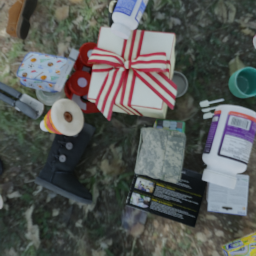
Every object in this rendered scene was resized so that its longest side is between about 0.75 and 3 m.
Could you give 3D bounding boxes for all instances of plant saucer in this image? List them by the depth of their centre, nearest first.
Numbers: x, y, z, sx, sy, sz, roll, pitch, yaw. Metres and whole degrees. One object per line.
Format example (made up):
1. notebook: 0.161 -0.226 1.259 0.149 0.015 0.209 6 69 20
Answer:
1. plant saucer: -3.196 -1.552 11.491 1.251 0.314 1.251 0 81 0

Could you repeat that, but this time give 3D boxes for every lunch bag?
1. lunch bag: 1.037 0.852 9.339 1.473 1.224 1.757 10 86 1
2. lunch bag: -3.300 -2.266 11.218 1.954 0.738 1.565 13 60 6

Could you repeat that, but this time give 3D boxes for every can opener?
1. can opener: -4.603 -1.230 11.205 2.708 0.900 0.713 29 84 9

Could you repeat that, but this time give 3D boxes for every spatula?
1. spatula: 3.510 -0.824 11.497 1.027 0.083 0.714 -13 81 -2

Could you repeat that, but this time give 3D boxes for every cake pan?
1. cake pan: 1.889 -1.774 11.574 1.112 0.204 1.112 0 82 0

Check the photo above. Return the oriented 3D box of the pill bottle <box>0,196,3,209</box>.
1. pill bottle: -5.454 2.939 10.634 1.121 0.671 0.671 -20 82 -1

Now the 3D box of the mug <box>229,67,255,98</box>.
1. mug: 4.675 -1.658 11.207 1.131 0.851 1.377 -21 90 -6

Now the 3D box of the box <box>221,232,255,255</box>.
1. box: 4.905 4.397 10.326 2.607 0.838 0.913 -21 82 -4

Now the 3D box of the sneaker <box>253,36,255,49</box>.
1. sneaker: 5.860 -3.361 11.588 1.467 0.647 0.597 44 84 6

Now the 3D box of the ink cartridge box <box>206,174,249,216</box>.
1. ink cartridge box: 3.832 2.526 10.869 1.509 0.333 1.537 7 84 1

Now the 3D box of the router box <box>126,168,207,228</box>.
1. router box: 1.480 2.383 10.698 2.683 0.685 2.001 18 82 3

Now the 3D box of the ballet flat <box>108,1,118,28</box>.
1. ballet flat: -0.533 -3.590 9.298 0.471 1.659 0.551 36 76 7

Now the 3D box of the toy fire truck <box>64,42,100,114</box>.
1. toy fire truck: -1.129 -1.854 11.041 2.324 1.552 2.768 20 80 -18

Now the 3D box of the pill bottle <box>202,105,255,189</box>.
1. pill bottle: 3.342 0.657 9.399 1.433 1.433 2.573 17 85 3

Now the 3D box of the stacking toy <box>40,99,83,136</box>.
1. stacking toy: -2.645 -0.191 10.275 1.821 1.330 1.330 -19 79 40

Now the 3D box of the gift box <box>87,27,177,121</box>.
1. gift box: 0.308 -1.546 9.436 2.734 2.766 2.963 4 84 11

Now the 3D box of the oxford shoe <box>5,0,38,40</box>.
1. oxford shoe: -4.500 -5.082 11.740 0.942 0.943 2.643 15 83 9

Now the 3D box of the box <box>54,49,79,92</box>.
1. box: -2.218 -2.039 10.035 0.281 1.065 1.366 26 77 -15

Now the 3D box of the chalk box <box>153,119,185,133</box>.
1. chalk box: 1.489 0.304 10.496 1.080 1.736 1.075 7 83 2

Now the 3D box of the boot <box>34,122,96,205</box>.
1. boot: -1.948 1.210 10.828 2.373 0.945 2.880 23 78 2

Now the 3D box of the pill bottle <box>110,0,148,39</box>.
1. pill bottle: 0.008 -3.412 8.254 0.798 0.798 1.424 24 93 3

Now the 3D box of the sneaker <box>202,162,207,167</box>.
1. sneaker: 3.388 1.396 11.037 0.907 0.343 0.524 -33 86 -6

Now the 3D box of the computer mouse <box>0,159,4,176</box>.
1. computer mouse: -5.704 1.008 11.072 0.654 0.380 2.231 -40 83 -5
